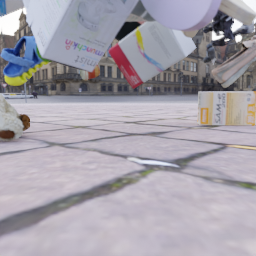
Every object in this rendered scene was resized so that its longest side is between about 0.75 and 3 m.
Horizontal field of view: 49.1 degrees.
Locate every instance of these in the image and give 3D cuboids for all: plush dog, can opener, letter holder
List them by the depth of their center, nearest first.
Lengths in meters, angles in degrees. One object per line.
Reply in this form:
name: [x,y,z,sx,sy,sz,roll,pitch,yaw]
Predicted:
plush dog: [-3.192,-0.297,6.537,1.802,1.446,1.547,0,-17,-3]
can opener: [2.818,-2.491,9.676,0.401,0.318,1.208,-21,-17,11]
letter holder: [0.604,-3.754,11.686,2.094,1.053,1.488,35,27,-5]

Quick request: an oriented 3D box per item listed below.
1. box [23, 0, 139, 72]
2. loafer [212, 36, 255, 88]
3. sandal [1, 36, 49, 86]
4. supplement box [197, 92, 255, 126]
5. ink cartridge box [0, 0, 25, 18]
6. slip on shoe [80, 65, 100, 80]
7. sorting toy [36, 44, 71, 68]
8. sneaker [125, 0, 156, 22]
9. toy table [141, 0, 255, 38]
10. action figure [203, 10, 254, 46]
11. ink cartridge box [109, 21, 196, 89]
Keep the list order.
box: [-1.046,-2.802,5.567,1.205,2.198,2.491,8,43,-41]
loafer: [4.255,-2.686,10.125,0.854,2.717,0.977,44,14,1]
sandal: [-3.185,-2.604,9.374,1.048,2.638,1.148,30,-23,23]
supplement box: [3.399,-0.686,9.765,1.854,1.169,0.682,0,8,6]
ink cartridge box: [-2.991,-3.585,6.945,1.630,1.178,0.686,-37,-3,-27]
slip on shoe: [-1.215,-1.900,8.491,0.536,0.649,1.752,-10,30,-12]
sorting toy: [-1.749,-2.292,8.257,1.763,1.059,0.723,-11,-10,12]
sneaker: [-0.098,-3.305,7.522,2.608,0.917,1.045,-17,32,-24]
toy table: [1.306,-2.868,5.445,1.461,2.494,2.293,-6,-24,-34]
action figure: [3.103,-3.344,8.755,1.189,1.385,2.331,-29,0,6]
ink cartridge box: [0.876,-2.765,9.717,2.260,1.635,1.642,-27,12,35]
